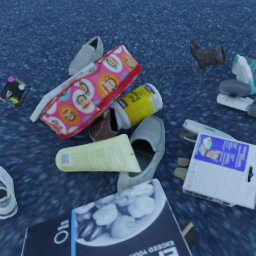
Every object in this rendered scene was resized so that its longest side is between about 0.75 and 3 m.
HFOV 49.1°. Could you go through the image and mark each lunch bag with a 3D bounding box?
[{"bbox_3d":[-0.952,-1.038,7.610,1.099,2.682,2.362,47,41,-13],"label":"lunch bag"}]

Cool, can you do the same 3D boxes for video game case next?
[{"bbox_3d":[-1.983,-1.096,8.571,0.189,1.499,2.093,48,50,-6],"label":"video game case"}]

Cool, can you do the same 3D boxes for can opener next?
[{"bbox_3d":[3.925,-0.775,8.388,2.547,0.852,0.679,21,48,30],"label":"can opener"}]

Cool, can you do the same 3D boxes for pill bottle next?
[{"bbox_3d":[0.124,-0.553,8.018,1.595,0.872,0.872,-32,49,-14],"label":"pill bottle"}]

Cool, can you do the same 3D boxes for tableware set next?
[{"bbox_3d":[1.552,1.022,7.077,0.704,0.098,0.843,10,42,12],"label":"tableware set"}]

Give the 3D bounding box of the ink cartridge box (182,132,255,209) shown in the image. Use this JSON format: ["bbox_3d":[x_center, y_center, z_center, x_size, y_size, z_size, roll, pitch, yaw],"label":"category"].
[{"bbox_3d":[2.217,0.974,6.506,1.541,0.334,1.527,13,65,21],"label":"ink cartridge box"}]

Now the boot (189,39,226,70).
[{"bbox_3d":[2.907,-2.775,10.193,1.124,1.292,0.447,-11,23,41],"label":"boot"}]

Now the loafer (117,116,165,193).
[{"bbox_3d":[0.420,0.536,6.942,0.938,0.936,2.684,11,44,8],"label":"loafer"}]

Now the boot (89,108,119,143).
[{"bbox_3d":[-0.563,-0.036,7.255,0.593,1.363,1.638,10,44,-19],"label":"boot"}]

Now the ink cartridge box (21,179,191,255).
[{"bbox_3d":[-0.397,2.261,4.364,2.763,0.605,2.789,-20,30,-1],"label":"ink cartridge box"}]

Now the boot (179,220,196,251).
[{"bbox_3d":[1.034,2.808,4.651,1.475,0.826,2.133,26,60,20],"label":"boot"}]

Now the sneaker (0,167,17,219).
[{"bbox_3d":[-2.943,1.267,6.345,0.603,0.635,1.578,-27,50,-25],"label":"sneaker"}]

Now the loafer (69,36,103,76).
[{"bbox_3d":[-1.632,-2.800,10.830,0.819,0.817,2.342,11,43,12],"label":"loafer"}]

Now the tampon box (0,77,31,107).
[{"bbox_3d":[-3.477,-1.101,8.622,0.564,0.752,0.475,29,8,-4],"label":"tampon box"}]

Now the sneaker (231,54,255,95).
[{"bbox_3d":[4.379,-1.914,9.876,1.002,0.852,2.197,7,43,3],"label":"sneaker"}]

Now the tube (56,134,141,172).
[{"bbox_3d":[-0.730,0.668,6.325,2.246,0.652,0.583,-11,59,40],"label":"tube"}]

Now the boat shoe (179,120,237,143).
[{"bbox_3d":[2.218,0.339,7.469,1.712,0.545,0.605,24,22,4],"label":"boat shoe"}]
